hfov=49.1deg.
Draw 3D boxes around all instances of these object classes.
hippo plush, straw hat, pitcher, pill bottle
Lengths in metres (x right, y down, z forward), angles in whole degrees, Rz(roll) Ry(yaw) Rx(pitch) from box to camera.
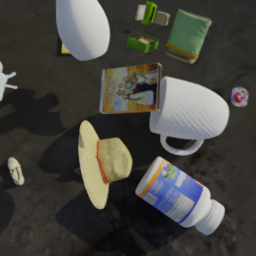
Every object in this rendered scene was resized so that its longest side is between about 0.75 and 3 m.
[{"bbox_3d":[-3.440,-1.230,7.018,1.223,0.984,0.974,-8,67,-23],"label":"hippo plush"},{"bbox_3d":[-0.488,0.903,7.976,1.089,2.573,2.573,-13,80,7],"label":"straw hat"},{"bbox_3d":[-1.444,-3.653,8.793,1.556,2.566,2.202,-5,36,16],"label":"pitcher"},{"bbox_3d":[1.813,2.418,9.805,2.833,1.588,1.588,33,82,5],"label":"pill bottle"}]

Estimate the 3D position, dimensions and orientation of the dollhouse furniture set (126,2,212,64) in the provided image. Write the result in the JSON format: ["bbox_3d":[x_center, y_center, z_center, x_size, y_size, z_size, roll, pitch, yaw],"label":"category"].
[{"bbox_3d":[1.261,-2.997,8.867,2.194,1.101,1.438,26,121,20],"label":"dollhouse furniture set"}]

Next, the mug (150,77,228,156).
[{"bbox_3d":[2.130,-0.257,10.250,2.411,2.031,2.750,12,110,-6],"label":"mug"}]

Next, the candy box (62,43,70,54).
[{"bbox_3d":[-2.466,-3.551,11.614,0.511,0.132,1.000,1,80,3],"label":"candy box"}]

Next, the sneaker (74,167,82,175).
[{"bbox_3d":[-1.233,1.226,10.579,0.834,0.480,1.600,37,85,1],"label":"sneaker"}]

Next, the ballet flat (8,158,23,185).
[{"bbox_3d":[-4.268,1.627,10.575,0.424,0.358,1.121,-28,81,-4],"label":"ballet flat"}]

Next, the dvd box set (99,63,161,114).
[{"bbox_3d":[0.033,-0.935,6.836,1.551,0.228,1.135,0,81,27],"label":"dvd box set"}]

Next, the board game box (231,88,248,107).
[{"bbox_3d":[4.489,-1.249,11.189,0.642,0.158,0.813,12,80,2],"label":"board game box"}]
